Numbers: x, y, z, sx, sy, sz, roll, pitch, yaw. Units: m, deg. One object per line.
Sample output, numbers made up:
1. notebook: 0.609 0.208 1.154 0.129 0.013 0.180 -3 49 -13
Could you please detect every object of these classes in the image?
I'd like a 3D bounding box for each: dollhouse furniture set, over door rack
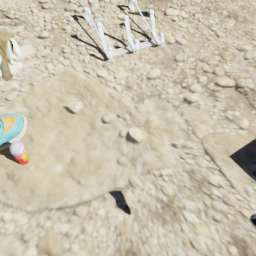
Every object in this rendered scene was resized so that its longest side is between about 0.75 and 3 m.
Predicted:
1. dollhouse furniture set: -2.755 -2.034 7.429 0.428 0.748 0.877 -26 27 -15
2. over door rack: -0.235 -3.785 9.998 2.115 0.954 2.863 -18 56 -13

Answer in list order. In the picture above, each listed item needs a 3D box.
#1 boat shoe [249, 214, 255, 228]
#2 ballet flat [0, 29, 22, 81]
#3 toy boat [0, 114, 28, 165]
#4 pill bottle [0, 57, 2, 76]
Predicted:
1. boat shoe: 2.200 1.623 4.219 0.235 0.276 0.824 6 23 -42
2. ballet flat: -2.298 -1.379 5.482 0.399 1.103 0.374 8 37 0
3. toy boat: -3.113 0.238 7.200 1.396 0.772 1.661 -37 62 -24
4. pill bottle: -5.132 -2.678 8.838 2.665 1.516 1.516 37 62 23
